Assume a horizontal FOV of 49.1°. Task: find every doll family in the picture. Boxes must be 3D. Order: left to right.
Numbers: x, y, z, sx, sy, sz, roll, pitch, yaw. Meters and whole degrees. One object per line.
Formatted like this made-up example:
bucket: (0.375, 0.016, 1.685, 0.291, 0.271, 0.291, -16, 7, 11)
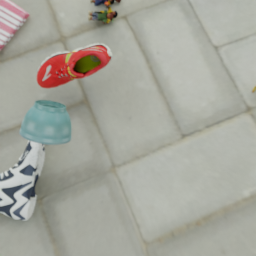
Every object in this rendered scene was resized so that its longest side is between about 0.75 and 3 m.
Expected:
doll family: (-0.795, -4.296, 9.948, 1.035, 0.703, 1.791, 1, 73, 5)

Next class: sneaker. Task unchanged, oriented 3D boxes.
sneaker: (-3.477, 1.348, 8.263, 1.640, 1.006, 2.520, 9, 90, -4)
sneaker: (-1.698, -1.794, 8.262, 2.521, 1.070, 0.971, -20, 117, 13)

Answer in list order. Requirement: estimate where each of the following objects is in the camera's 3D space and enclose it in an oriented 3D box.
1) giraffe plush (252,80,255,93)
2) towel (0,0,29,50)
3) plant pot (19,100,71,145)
giraffe plush: (4.675, -1.311, 9.073, 0.917, 0.862, 1.063, -39, 79, -9)
towel: (-5.048, -3.473, 9.911, 1.985, 0.406, 2.713, 32, 80, 8)
plant pot: (-1.918, -0.195, 6.743, 1.227, 1.227, 0.822, 15, 105, 4)
